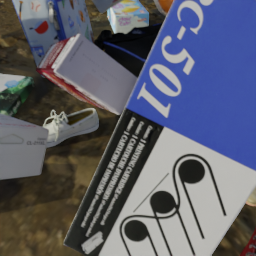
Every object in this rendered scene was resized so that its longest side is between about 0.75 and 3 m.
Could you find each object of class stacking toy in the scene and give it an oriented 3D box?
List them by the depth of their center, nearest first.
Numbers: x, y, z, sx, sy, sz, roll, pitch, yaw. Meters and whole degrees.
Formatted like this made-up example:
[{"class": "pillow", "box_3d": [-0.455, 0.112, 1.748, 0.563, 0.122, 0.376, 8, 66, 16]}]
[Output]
[{"class": "stacking toy", "box_3d": [1.195, -2.933, 5.820, 1.238, 0.904, 0.904, -4, 35, 40]}]

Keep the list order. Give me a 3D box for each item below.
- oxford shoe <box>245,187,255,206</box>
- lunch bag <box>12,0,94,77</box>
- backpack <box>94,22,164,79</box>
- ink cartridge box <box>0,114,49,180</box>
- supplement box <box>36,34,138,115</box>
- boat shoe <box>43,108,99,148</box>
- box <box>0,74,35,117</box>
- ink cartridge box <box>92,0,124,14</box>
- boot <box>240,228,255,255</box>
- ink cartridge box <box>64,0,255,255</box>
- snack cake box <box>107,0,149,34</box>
[{"class": "oxford shoe", "box_3d": [2.618, 1.007, 6.112, 0.501, 0.522, 1.415, 3, 44, 3]}, {"class": "lunch bag", "box_3d": [-1.522, -2.450, 6.240, 1.020, 2.163, 2.699, -7, 30, 6]}, {"class": "backpack", "box_3d": [1.032, -1.618, 7.651, 2.704, 2.171, 2.955, 31, 48, 29]}, {"class": "ink cartridge box", "box_3d": [-2.123, 0.143, 3.816, 1.664, 0.689, 1.212, 15, 5, 33]}, {"class": "supplement box", "box_3d": [-0.639, -0.711, 3.769, 0.507, 0.907, 1.666, -58, 27, -3]}, {"class": "boat shoe", "box_3d": [-1.651, -0.114, 7.086, 1.877, 0.800, 0.693, -16, 46, -16]}, {"class": "box", "box_3d": [-3.944, -0.772, 8.060, 1.653, 0.416, 2.291, 6, 45, 7]}, {"class": "ink cartridge box", "box_3d": [-0.132, -3.843, 7.389, 1.160, 0.666, 1.598, -21, 23, 47]}, {"class": "boot", "box_3d": [1.476, 1.259, 3.029, 0.599, 1.194, 1.654, 16, 8, 37]}, {"class": "ink cartridge box", "box_3d": [0.550, 0.182, 2.768, 1.369, 2.911, 0.644, 27, 15, 3]}, {"class": "snack cake box", "box_3d": [-0.065, -4.715, 11.783, 1.361, 0.795, 2.367, -7, 39, -9]}]
